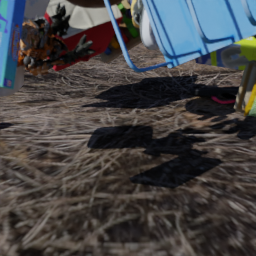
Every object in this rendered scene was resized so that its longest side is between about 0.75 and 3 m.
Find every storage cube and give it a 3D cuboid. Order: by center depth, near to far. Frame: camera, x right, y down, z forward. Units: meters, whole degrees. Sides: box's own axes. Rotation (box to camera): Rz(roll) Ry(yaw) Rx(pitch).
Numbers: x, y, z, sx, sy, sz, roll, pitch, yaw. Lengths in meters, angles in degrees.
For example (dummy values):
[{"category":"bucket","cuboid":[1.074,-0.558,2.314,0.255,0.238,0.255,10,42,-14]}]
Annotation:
[{"category":"storage cube","cuboid":[-1.883,-3.672,9.371,2.225,2.603,2.340,-29,-1,-22]}]

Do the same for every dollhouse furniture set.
[{"category":"dollhouse furniture set","cuboid":[2.240,-0.861,3.882,1.119,1.708,0.857,15,14,18]}]

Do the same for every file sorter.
[{"category":"file sorter","cuboid":[0.870,-1.594,3.181,2.006,1.392,1.231,-15,9,38]}]

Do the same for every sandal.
[{"category":"sandal","cuboid":[3.600,-1.221,10.568,1.049,0.629,2.792,-11,11,-35]}]

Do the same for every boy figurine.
[{"category":"boy figurine","cuboid":[0.452,-3.863,8.744,0.724,1.397,2.247,4,18,-16]}]

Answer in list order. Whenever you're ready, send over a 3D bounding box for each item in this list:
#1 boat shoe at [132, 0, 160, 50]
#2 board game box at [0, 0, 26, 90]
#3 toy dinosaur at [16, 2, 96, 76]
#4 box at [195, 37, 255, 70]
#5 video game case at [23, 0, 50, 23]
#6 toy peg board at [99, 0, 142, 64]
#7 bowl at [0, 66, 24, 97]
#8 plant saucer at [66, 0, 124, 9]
[{"category":"boat shoe","cuboid":[0.493,-2.481,6.055,0.766,0.779,2.161,-12,55,36]},{"category":"board game box","cuboid":[-1.950,-1.209,3.744,0.963,1.266,0.285,9,1,7]},{"category":"toy dinosaur","cuboid":[-1.617,-1.534,5.331,1.471,1.107,2.168,-38,23,-19]},{"category":"box","cuboid":[2.791,-2.297,8.096,2.241,0.534,1.366,14,-13,23]},{"category":"video game case","cuboid":[-3.277,-3.087,7.614,1.768,1.943,0.230,9,57,-31]},{"category":"toy peg board","cuboid":[-0.635,-3.973,11.003,1.976,1.984,0.970,-28,-13,12]},{"category":"bowl","cuboid":[-2.511,-1.508,5.918,0.515,1.380,1.378,-4,49,-24]},{"category":"plant saucer","cuboid":[-0.825,-3.511,7.111,2.062,0.377,2.062,1,46,-1]}]
